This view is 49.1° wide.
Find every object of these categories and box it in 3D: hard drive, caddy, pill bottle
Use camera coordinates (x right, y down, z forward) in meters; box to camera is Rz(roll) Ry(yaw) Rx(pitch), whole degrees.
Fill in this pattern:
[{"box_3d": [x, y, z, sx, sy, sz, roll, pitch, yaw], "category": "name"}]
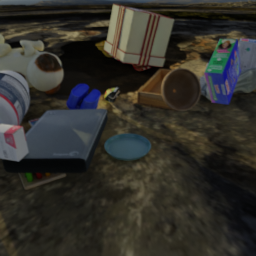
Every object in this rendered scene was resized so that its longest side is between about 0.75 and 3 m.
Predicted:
[{"box_3d": [-1.574, 0.228, 6.780, 1.773, 0.418, 2.541, -1, 27, 7], "category": "hard drive"}, {"box_3d": [-1.536, -0.924, 9.679, 0.962, 0.714, 1.361, 27, 31, 1], "category": "caddy"}, {"box_3d": [-3.833, -0.708, 8.208, 1.664, 1.664, 2.783, -4, 27, -6], "category": "pill bottle"}]

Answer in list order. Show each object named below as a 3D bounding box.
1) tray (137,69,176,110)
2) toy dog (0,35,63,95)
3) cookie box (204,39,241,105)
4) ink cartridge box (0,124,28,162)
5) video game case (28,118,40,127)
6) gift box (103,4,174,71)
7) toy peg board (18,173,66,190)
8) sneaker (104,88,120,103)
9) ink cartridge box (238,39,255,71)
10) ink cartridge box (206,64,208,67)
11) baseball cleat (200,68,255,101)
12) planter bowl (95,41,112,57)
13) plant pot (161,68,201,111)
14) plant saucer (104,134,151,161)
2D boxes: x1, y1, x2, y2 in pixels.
[{"box_3d": [1.547, -1.595, 11.045, 1.472, 0.553, 2.985, 11, 31, 18], "category": "tray"}, {"box_3d": [-3.988, -2.330, 10.907, 2.958, 2.064, 2.868, 6, 36, 7], "category": "toy dog"}, {"box_3d": [2.508, -1.470, 7.331, 0.492, 1.120, 1.310, 9, 57, 34], "category": "cookie box"}, {"box_3d": [-2.506, 0.268, 5.579, 0.865, 0.634, 0.358, 7, 29, 15], "category": "ink cartridge box"}, {"box_3d": [-2.425, -0.022, 8.579, 0.885, 0.108, 1.237, -18, 36, -29], "category": "video game case"}, {"box_3d": [0.212, -4.437, 13.886, 2.880, 2.689, 2.658, 0, 28, -25], "category": "gift box"}, {"box_3d": [-2.106, 0.865, 6.635, 0.947, 0.465, 0.951, -16, 33, -26], "category": "toy peg board"}, {"box_3d": [-0.692, -1.221, 10.568, 0.483, 0.418, 1.070, 2, 22, 21], "category": "sneaker"}, {"box_3d": [6.124, -3.108, 12.693, 2.308, 1.574, 0.881, 13, 31, 23], "category": "ink cartridge box"}, {"box_3d": [4.403, -2.859, 13.425, 1.060, 0.439, 0.778, -16, 33, -26], "category": "ink cartridge box"}, {"box_3d": [3.944, -1.873, 11.021, 2.992, 1.043, 1.592, -17, 33, -29], "category": "baseball cleat"}, {"box_3d": [-0.825, -4.510, 15.915, 1.939, 0.808, 1.939, -10, 25, 5], "category": "planter bowl"}, {"box_3d": [1.066, -0.801, 5.984, 0.886, 0.886, 0.409, -9, 6, -16], "category": "plant pot"}, {"box_3d": [-0.013, 0.530, 7.554, 1.246, 0.171, 1.246, -1, 29, 0], "category": "plant saucer"}]
